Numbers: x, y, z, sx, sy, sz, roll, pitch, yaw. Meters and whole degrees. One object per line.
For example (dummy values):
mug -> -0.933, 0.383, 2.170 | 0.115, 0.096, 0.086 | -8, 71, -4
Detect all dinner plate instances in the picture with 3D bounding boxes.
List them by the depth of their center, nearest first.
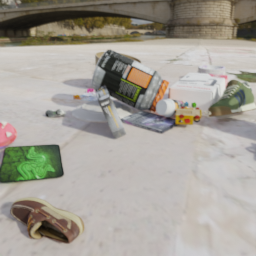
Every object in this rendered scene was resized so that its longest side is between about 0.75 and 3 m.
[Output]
dinner plate -> -1.119, -0.817, 12.116 | 2.675, 0.324, 2.675 | -1, 22, 0

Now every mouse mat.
mouse mat -> -2.606, 0.895, 7.610 | 1.564, 0.073, 1.944 | -3, 24, -17

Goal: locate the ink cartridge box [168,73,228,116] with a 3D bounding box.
ink cartridge box -> 3.188, -1.592, 12.608 | 1.945, 1.132, 2.670 | 10, 30, 29

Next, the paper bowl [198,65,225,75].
paper bowl -> 5.474, -3.584, 18.509 | 1.736, 0.903, 1.736 | -1, 22, 0

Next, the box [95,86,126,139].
box -> -0.632, -0.597, 9.803 | 0.435, 1.424, 1.798 | -25, 22, 0

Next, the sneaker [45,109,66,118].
sneaker -> -2.930, -0.563, 11.506 | 0.890, 0.334, 0.514 | -1, -5, 28

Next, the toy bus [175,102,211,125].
toy bus -> 2.235, -0.380, 10.166 | 1.047, 0.574, 1.110 | -26, 43, -22

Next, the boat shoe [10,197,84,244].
boat shoe -> -1.585, 1.718, 5.077 | 1.548, 0.558, 0.557 | 14, 23, 18

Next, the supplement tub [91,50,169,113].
supplement tub -> 0.104, -1.866, 11.593 | 2.905, 1.780, 1.780 | 26, 23, 1

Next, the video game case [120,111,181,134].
video game case -> 0.861, -0.256, 10.782 | 1.914, 0.182, 1.367 | 18, 27, 36

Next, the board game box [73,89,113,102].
board game box -> -1.635, -1.697, 14.495 | 1.828, 0.237, 1.829 | 7, 22, 18

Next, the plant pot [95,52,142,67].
plant pot -> -0.662, -3.089, 15.770 | 2.592, 1.740, 2.592 | 9, 26, -4

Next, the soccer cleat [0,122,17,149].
soccer cleat -> -4.518, 0.540, 8.048 | 2.582, 0.861, 0.987 | -21, -17, -22

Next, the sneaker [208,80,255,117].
sneaker -> 4.018, -1.213, 10.995 | 2.960, 1.329, 0.992 | -10, 2, -41

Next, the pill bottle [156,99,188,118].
pill bottle -> 1.687, -0.741, 10.774 | 1.212, 0.705, 0.705 | 2, 14, -42
